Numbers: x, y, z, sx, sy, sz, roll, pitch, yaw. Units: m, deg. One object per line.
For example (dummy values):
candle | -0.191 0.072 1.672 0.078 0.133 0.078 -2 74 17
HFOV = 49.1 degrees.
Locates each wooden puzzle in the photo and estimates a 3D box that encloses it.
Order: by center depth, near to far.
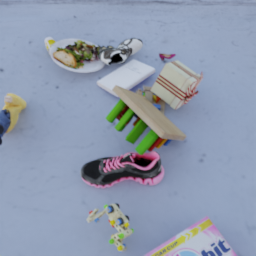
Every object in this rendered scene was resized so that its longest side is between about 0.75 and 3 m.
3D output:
wooden puzzle | 0.857 -1.005 11.449 1.291 0.323 1.394 7 54 5

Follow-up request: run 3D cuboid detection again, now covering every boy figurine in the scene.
boy figurine | -4.478 -0.552 10.330 0.872 1.684 2.708 16 33 -11

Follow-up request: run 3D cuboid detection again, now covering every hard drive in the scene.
hard drive | -0.082 -2.196 12.197 2.175 0.276 1.435 -37 49 -24

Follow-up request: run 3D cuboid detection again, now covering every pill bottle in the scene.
pill bottle | -3.678 -3.919 13.489 0.546 0.546 0.955 -21 57 -15

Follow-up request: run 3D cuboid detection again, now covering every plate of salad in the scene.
plate of salad | -2.244 -3.450 12.823 2.596 0.624 2.596 9 47 -9

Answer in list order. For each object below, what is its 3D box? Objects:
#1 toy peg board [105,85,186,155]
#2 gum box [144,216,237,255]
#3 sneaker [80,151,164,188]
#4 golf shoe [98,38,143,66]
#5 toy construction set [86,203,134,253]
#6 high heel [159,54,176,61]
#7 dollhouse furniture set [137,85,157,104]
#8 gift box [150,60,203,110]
toy peg board | 0.523 -0.123 9.873 2.397 2.387 1.172 46 106 22
gum box | 1.463 3.798 7.487 2.697 0.892 1.530 -25 58 -17
sneaker | -0.202 1.221 9.168 2.814 1.342 1.112 -4 55 -2
golf shoe | -0.202 -3.386 12.841 2.276 0.885 1.075 -23 55 -16
toy construction set | -0.467 2.806 8.135 1.503 0.986 0.692 38 26 17
high heel | 1.805 -3.370 12.977 0.765 0.368 0.258 -14 38 26
dollhouse furniture set | 0.763 -1.441 11.694 0.878 0.502 1.029 5 29 -4
gift box | 1.990 -1.720 10.860 1.494 1.600 1.477 40 38 12
